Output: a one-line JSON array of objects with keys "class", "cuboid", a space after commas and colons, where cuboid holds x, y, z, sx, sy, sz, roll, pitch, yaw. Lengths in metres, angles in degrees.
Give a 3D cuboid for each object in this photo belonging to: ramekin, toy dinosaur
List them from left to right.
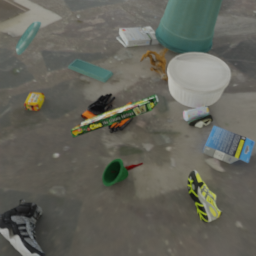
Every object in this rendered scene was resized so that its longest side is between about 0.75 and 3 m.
[{"class": "toy dinosaur", "cuboid": [1.430, -3.091, 12.777, 1.519, 0.864, 2.861, 22, 51, -15]}, {"class": "ramekin", "cuboid": [2.761, -1.882, 11.307, 2.479, 1.154, 2.479, 0, 50, 0]}]

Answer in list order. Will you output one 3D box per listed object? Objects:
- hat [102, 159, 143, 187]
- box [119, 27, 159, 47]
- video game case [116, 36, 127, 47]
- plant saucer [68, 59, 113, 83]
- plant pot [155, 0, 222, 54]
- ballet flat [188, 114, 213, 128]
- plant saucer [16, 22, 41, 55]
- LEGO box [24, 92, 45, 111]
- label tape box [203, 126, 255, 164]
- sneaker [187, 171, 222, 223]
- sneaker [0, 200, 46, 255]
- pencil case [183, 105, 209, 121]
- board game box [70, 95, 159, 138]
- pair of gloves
[{"class": "hat", "cuboid": [-0.126, 1.558, 8.999, 1.096, 0.964, 0.908, -42, 35, 20]}, {"class": "box", "cuboid": [0.553, -4.608, 14.079, 1.691, 0.348, 1.318, -10, 48, -19]}, {"class": "video game case", "cuboid": [-0.008, -4.468, 14.245, 0.838, 0.108, 0.922, -25, 53, -20]}, {"class": "plant saucer", "cuboid": [-1.710, -2.621, 12.602, 2.056, 0.195, 0.719, 24, 53, 20]}, {"class": "plant pot", "cuboid": [2.989, -5.428, 13.037, 2.937, 2.877, 2.937, 6, 48, -6]}, {"class": "ballet flat", "cuboid": [2.741, -0.224, 10.425, 1.014, 0.345, 0.347, -21, 60, -17]}, {"class": "plant saucer", "cuboid": [-3.261, -2.934, 9.045, 1.293, 0.177, 1.293, -31, 41, 32]}, {"class": "LEGO box", "cuboid": [-3.730, -1.059, 11.165, 0.561, 0.291, 0.753, 5, 49, 5]}, {"class": "label tape box", "cuboid": [3.431, 0.651, 9.573, 1.442, 0.477, 1.033, 23, 54, 16]}, {"class": "sneaker", "cuboid": [2.244, 2.014, 8.383, 0.599, 0.591, 1.568, -6, 59, -14]}, {"class": "sneaker", "cuboid": [-2.659, 2.721, 7.572, 1.975, 0.745, 1.124, 30, 58, 26]}, {"class": "pencil case", "cuboid": [2.572, -0.565, 10.640, 0.967, 0.439, 0.402, -17, 67, -12]}, {"class": "board game box", "cuboid": [-0.338, -0.329, 7.557, 2.271, 0.266, 1.190, -19, 8, 18]}, {"class": "pair of gloves", "cuboid": [-0.677, -0.602, 10.824, 1.865, 0.231, 1.662, 25, 55, 24]}]
